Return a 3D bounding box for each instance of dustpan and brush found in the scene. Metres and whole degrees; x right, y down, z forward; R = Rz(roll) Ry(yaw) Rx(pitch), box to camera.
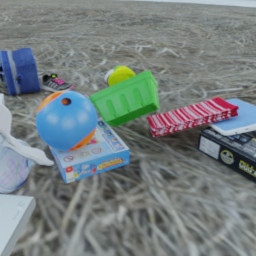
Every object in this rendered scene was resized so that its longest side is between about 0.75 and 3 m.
[{"bbox_3d":[-2.785,0.033,5.759,2.902,0.831,2.026,24,-25,-32],"label":"dustpan and brush"}]

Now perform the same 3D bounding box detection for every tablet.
[{"bbox_3d":[3.001,-0.376,8.199,1.724,0.181,2.650,-13,17,-4],"label":"tablet"}]

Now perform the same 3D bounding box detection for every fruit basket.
[{"bbox_3d":[-0.124,-1.184,8.358,2.044,2.044,1.474,12,-6,18],"label":"fruit basket"}]

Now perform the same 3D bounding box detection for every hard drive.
[{"bbox_3d":[-3.313,1.936,5.686,2.335,0.307,1.540,3,32,6],"label":"hard drive"}]

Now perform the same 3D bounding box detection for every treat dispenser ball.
[{"bbox_3d":[-1.522,-0.171,7.020,1.504,1.504,1.504,0,31,0],"label":"treat dispenser ball"}]

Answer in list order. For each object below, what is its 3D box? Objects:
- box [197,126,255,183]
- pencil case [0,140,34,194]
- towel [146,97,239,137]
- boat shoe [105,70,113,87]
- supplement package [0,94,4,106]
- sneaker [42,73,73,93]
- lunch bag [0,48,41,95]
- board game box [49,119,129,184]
[{"bbox_3d":[3.778,0.545,7.548,2.391,0.728,2.966,-25,39,-31],"label":"box"},{"bbox_3d":[-3.856,0.600,6.965,2.986,1.241,1.354,12,34,19],"label":"pencil case"},{"bbox_3d":[1.784,-0.384,8.244,2.432,0.273,1.759,-15,16,2],"label":"towel"},{"bbox_3d":[0.219,-1.529,10.479,2.350,0.844,0.699,10,36,-43],"label":"boat shoe"},{"bbox_3d":[-4.715,-0.726,9.353,0.969,0.537,0.755,3,55,-16],"label":"supplement package"},{"bbox_3d":[-2.945,-1.862,11.424,1.574,0.689,0.581,13,34,29],"label":"sneaker"},{"bbox_3d":[-4.495,-2.264,11.407,1.454,1.493,2.198,-13,35,-18],"label":"lunch bag"},{"bbox_3d":[-1.144,0.549,7.752,1.772,0.506,1.810,-15,34,-22],"label":"board game box"}]
